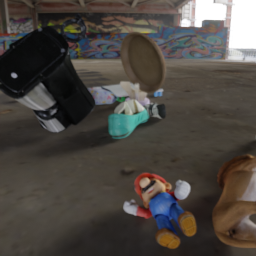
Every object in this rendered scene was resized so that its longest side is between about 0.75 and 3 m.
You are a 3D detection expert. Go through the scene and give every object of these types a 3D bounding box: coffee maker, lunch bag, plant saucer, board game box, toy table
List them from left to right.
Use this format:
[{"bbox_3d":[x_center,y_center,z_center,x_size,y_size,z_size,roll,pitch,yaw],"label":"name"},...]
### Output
[{"bbox_3d":[-2.014,-1.343,8.331,2.730,1.914,2.842,-22,-22,1],"label":"coffee maker"},{"bbox_3d":[-1.276,-1.600,13.839,1.238,0.787,1.050,-3,18,-32],"label":"lunch bag"},{"bbox_3d":[-0.056,-2.059,15.924,2.960,0.383,2.959,-12,22,-33],"label":"board game box"},{"bbox_3d":[0.460,-1.675,13.553,1.687,1.074,1.835,-1,17,-6],"label":"toy table"},{"bbox_3d":[0.682,-2.884,12.428,0.412,2.800,2.800,-31,31,-28],"label":"plant saucer"}]

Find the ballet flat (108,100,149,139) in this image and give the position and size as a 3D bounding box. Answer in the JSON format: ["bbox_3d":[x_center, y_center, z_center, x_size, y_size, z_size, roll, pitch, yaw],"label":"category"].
[{"bbox_3d":[0.087,-0.478,9.816,0.943,0.986,2.801,-1,15,21],"label":"ballet flat"}]

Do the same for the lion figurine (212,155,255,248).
[{"bbox_3d":[1.919,1.166,4.667,1.576,0.933,2.574,-30,1,42],"label":"lion figurine"}]

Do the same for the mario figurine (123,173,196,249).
[{"bbox_3d":[0.459,1.217,4.749,0.973,0.835,1.576,-5,20,-15],"label":"mario figurine"}]

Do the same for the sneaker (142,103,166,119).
[{"bbox_3d":[0.995,-0.676,11.237,0.728,0.610,1.646,-5,9,-15],"label":"sneaker"}]
